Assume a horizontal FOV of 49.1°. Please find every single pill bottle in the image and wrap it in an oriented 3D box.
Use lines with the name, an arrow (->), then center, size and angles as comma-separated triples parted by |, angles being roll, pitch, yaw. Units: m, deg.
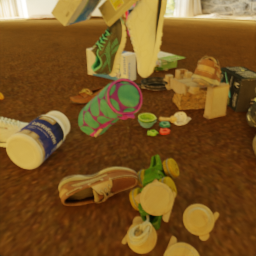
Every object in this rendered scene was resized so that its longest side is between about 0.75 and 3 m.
pill bottle -> -2.541, 0.274, 8.228 | 1.096, 1.096, 1.895 | 8, 28, 15

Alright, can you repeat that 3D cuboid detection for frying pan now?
frying pan -> 1.014, -2.022, 13.487 | 2.557, 0.416, 1.547 | -24, 35, -36

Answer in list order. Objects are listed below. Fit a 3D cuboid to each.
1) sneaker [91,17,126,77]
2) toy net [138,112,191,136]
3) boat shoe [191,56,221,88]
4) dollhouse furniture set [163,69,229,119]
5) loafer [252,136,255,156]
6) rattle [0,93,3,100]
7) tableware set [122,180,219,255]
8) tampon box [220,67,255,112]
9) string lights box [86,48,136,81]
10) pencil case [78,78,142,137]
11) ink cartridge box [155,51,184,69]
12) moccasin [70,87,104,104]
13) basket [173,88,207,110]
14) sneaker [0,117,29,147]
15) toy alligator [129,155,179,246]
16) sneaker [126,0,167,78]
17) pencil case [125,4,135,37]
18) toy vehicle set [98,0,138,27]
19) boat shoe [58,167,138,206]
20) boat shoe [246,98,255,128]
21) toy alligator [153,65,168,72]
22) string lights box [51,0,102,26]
sneaker -> -0.674, -2.540, 8.798 | 0.957, 2.099, 0.814 | -10, 39, -28
toy net -> 1.439, -0.248, 10.006 | 2.115, 0.408, 1.110 | -12, 29, -22
boat shoe -> 2.829, -1.985, 9.725 | 0.965, 0.915, 2.547 | 18, 18, 13
dollhouse furniture set -> 2.522, -1.441, 11.462 | 1.461, 1.248, 2.819 | -12, 28, -22
loafer -> 4.770, 0.090, 8.279 | 2.983, 1.134, 1.006 | -39, 16, -34
rattle -> -7.077, -1.412, 12.091 | 2.561, 1.829, 1.667 | -30, 1, -33
tableware set -> 0.756, 1.867, 5.166 | 1.710, 0.198, 1.428 | 25, 71, 22
tampon box -> 4.653, -1.655, 11.671 | 1.166, 1.384, 1.847 | -5, 28, -10
string lights box -> -0.944, -3.415, 15.056 | 2.789, 1.433, 0.822 | 19, 33, 32
pencil case -> -0.326, -0.271, 4.450 | 0.577, 0.627, 1.357 | 1, -15, -27
ink cartridge box -> 2.117, -4.063, 17.080 | 1.308, 0.747, 2.519 | -19, 33, -33
moccasin -> -1.710, -1.434, 12.060 | 1.670, 0.644, 0.611 | -15, 31, -27
basket -> 2.572, -1.337, 11.591 | 1.264, 0.902, 0.941 | -3, 28, -7
sneaker -> -3.943, 0.059, 8.884 | 2.246, 0.904, 0.858 | -7, 26, -17
toy alligator -> 0.571, 1.566, 6.079 | 0.974, 0.706, 2.937 | -27, 16, 25
sneaker -> 0.441, -2.971, 8.705 | 1.120, 2.782, 1.063 | 0, 21, -12
pencil case -> 0.263, -4.824, 11.269 | 1.026, 2.321, 1.026 | -9, -13, -2
toy vehicle set -> -0.284, -3.535, 7.945 | 0.155, 1.169, 0.726 | 17, 43, -56
boat shoe -> -0.660, 1.436, 6.500 | 1.881, 0.712, 0.675 | -12, 32, -4
boat shoe -> 4.664, -0.525, 10.066 | 0.856, 0.806, 2.384 | 44, 25, 11
toy alligator -> 1.720, -3.453, 16.297 | 1.147, 0.380, 0.276 | 7, 28, 16
string lights box -> -1.292, -3.317, 7.517 | 0.499, 0.870, 1.692 | 41, 28, -7
